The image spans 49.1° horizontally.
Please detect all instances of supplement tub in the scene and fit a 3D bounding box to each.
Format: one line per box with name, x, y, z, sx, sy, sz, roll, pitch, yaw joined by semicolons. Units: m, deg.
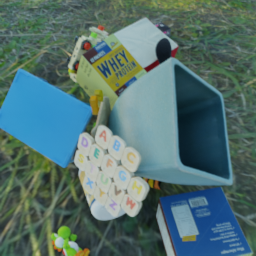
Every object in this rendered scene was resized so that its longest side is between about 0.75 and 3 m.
supplement tub;-0.678;1.580;8.193;1.320;1.320;1.825;-17;50;-15

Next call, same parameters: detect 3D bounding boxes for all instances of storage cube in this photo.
storage cube;0.482;-2.797;11.344;2.267;2.038;1.938;-36;73;-23

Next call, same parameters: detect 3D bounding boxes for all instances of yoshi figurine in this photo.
yoshi figurine;-1.546;3.021;7.430;1.098;0.617;0.615;25;36;24

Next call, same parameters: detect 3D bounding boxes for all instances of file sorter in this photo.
file sorter;-2.338;-0.305;8.938;2.723;1.671;1.890;29;96;14

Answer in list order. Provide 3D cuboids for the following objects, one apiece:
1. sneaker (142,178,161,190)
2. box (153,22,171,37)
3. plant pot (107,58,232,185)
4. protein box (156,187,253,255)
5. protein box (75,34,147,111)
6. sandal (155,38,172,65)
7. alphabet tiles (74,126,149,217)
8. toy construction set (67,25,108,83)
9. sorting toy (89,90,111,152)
sneaker;1.181;1.210;8.834;0.735;0.571;1.634;28;73;34
box;1.780;-5.223;15.025;0.567;0.492;0.928;-26;53;-22
plant pot;0.861;0.223;7.528;2.666;2.610;2.617;-18;63;39
protein box;1.822;2.717;7.232;1.761;1.197;1.774;-8;48;-8
protein box;-0.528;-1.553;9.111;1.291;1.899;1.913;-41;90;-21
sandal;1.314;-2.387;9.942;0.576;1.533;0.345;-8;10;13
alphabet tiles;-0.476;1.068;6.508;2.106;2.060;0.154;37;37;25
toy construction set;-1.366;-2.524;10.154;1.127;2.448;1.605;25;15;40
sorting toy;-0.745;-0.125;7.529;0.285;2.128;1.586;1;38;9
